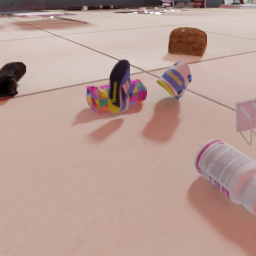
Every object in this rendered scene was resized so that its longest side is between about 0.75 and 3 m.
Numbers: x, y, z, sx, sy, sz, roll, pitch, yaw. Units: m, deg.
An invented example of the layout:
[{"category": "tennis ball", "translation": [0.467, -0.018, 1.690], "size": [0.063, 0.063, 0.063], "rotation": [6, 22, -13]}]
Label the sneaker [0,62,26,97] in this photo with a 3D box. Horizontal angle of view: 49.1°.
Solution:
[{"category": "sneaker", "translation": [-4.254, -1.738, 10.196], "size": [1.296, 0.865, 2.263], "rotation": [12, 34, 19]}]

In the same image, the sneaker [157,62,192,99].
[{"category": "sneaker", "translation": [1.573, -1.505, 8.848], "size": [0.860, 0.957, 2.326], "rotation": [41, 12, 3]}]

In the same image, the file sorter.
[{"category": "file sorter", "translation": [2.953, -0.190, 5.903], "size": [1.110, 0.770, 0.691], "rotation": [-15, 34, 3]}]

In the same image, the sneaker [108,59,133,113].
[{"category": "sneaker", "translation": [-0.176, -1.204, 8.175], "size": [0.574, 1.553, 0.639], "rotation": [15, 8, 39]}]

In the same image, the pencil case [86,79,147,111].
[{"category": "pencil case", "translation": [-0.383, -1.088, 8.991], "size": [1.956, 0.865, 0.865], "rotation": [-13, 31, -23]}]

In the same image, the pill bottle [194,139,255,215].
[{"category": "pill bottle", "translation": [2.019, 0.884, 5.281], "size": [0.836, 0.836, 1.474], "rotation": [-13, 31, -23]}]

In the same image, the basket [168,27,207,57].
[{"category": "basket", "translation": [3.277, -4.810, 15.291], "size": [1.968, 1.405, 1.466], "rotation": [11, 31, 18]}]
